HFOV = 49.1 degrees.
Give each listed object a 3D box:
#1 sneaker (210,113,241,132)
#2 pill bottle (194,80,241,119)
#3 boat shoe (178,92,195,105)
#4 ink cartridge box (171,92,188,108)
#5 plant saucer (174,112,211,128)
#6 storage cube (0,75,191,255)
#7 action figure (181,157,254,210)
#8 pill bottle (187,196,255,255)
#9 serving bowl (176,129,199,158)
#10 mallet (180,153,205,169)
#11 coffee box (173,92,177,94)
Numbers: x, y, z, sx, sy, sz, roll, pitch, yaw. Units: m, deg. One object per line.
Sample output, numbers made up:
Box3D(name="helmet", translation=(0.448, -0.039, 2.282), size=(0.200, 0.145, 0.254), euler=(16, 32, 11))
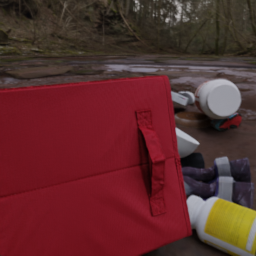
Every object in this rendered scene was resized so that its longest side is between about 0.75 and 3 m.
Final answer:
Box3D(name="sneaker", translation=(3.716, -0.296, 10.643), size=(1.429, 0.567, 0.682), euler=(-12, 20, -32))
Box3D(name="pill bottle", translation=(3.242, -1.050, 10.226), size=(1.392, 1.392, 2.482), euler=(2, 9, 7))
Box3D(name="boat shoe", translation=(3.122, -1.572, 14.439), size=(0.541, 0.592, 1.645), euler=(-10, 12, -13))
Box3D(name="ink cartridge box", translation=(1.773, -1.450, 12.592), size=(1.909, 0.413, 1.874), euler=(26, 6, 9))
Box3D(name="plant saucer", translation=(2.563, -0.371, 11.315), size=(1.629, 0.280, 1.629), euler=(1, 20, 0))
Box3D(name="storage cube", translation=(-0.858, 0.630, 4.356), size=(2.445, 2.325, 2.720), euler=(-10, 2, -26))
Box3D(name="action figure", translation=(0.921, 1.083, 5.751), size=(2.986, 1.036, 1.943), euler=(6, 18, 18))
Box3D(name="pill bottle", translation=(1.633, 1.626, 4.630), size=(1.403, 0.786, 0.786), euler=(15, 24, 35))
Box3D(name="serving bowl", translation=(0.613, 0.145, 6.791), size=(2.124, 0.699, 2.124), euler=(28, 7, -4))
Box3D(name="mallet", translation=(1.525, 0.641, 8.032), size=(0.869, 0.543, 2.638), euler=(-5, 15, 5))
Box3D(name="coffee box", translation=(2.399, -1.676, 15.027), size=(0.480, 0.339, 0.849), euler=(-3, 19, -8))
